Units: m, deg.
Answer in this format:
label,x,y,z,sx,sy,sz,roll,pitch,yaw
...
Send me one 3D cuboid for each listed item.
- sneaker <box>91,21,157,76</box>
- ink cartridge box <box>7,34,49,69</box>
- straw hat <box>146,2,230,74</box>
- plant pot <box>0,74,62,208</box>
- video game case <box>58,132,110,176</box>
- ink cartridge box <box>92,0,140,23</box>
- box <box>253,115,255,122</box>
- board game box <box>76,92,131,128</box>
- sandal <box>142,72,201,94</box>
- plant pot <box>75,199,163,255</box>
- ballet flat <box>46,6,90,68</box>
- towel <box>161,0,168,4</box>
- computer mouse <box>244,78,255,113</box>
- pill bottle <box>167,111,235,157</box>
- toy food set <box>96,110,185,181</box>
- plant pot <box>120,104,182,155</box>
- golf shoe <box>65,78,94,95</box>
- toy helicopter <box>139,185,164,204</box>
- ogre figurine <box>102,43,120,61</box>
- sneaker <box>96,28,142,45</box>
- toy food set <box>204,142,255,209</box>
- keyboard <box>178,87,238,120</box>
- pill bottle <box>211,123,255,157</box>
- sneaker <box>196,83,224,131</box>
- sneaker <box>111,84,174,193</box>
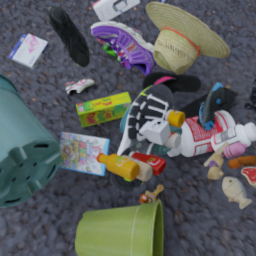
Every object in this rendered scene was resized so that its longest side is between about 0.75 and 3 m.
label,x,y,z,sx,sy,sz,roll,pitch,yaw
sneaker,-0.072,-2.432,8.720,2.450,0.988,1.022,25,81,-26
ink cartridge box,-2.693,-2.086,7.492,0.842,0.182,0.827,24,76,7
straw hat,1.452,-2.362,8.496,2.980,2.980,1.261,31,95,16
plant pot,-3.178,0.339,6.824,2.595,2.649,2.649,37,67,26
video game case,-1.320,0.751,8.132,1.470,0.131,1.052,8,88,9
ink cartridge box,-0.414,-4.018,9.086,1.349,0.577,0.995,-30,30,2
box,3.868,0.017,6.375,1.543,1.216,0.394,37,74,-4
board game box,-0.876,-0.652,10.383,1.924,0.977,0.458,-15,63,-8
sandal,1.269,-1.350,8.816,1.971,0.740,0.444,7,45,33
plant pot,-0.222,3.116,7.787,2.170,2.285,2.285,-1,60,13
ballet flat,-1.896,-2.957,9.165,0.723,2.175,0.618,-39,35,-15
towel,1.175,-4.053,8.085,0.149,1.253,0.907,10,97,-4
computer mouse,3.707,-0.972,7.953,0.282,0.741,1.071,10,103,-9
pill bottle,2.414,0.257,9.695,2.292,1.287,1.287,-13,62,-8
toy food set,0.337,0.361,5.812,0.893,0.947,1.984,17,51,36
plant pot,0.743,0.010,7.924,1.421,1.421,1.335,-39,62,-20
golf shoe,-1.921,-1.646,11.302,1.182,0.429,0.544,-15,75,-1
toy helicopter,0.851,2.248,9.120,0.628,0.374,0.949,39,63,19
ogre figurine,-0.343,-3.397,11.992,0.729,0.891,1.486,2,34,-50
sneaker,-0.455,-4.111,12.478,2.209,0.891,0.825,15,44,2
toy food set,2.344,0.856,6.272,0.290,1.843,1.172,41,94,-21
keyboard,3.142,-0.744,10.842,2.447,0.485,1.273,-30,40,-14
pill bottle,2.816,0.291,7.374,0.615,1.110,0.615,27,48,-35
sneaker,2.489,-0.703,8.737,0.547,1.493,0.612,7,18,-25
sneaker,0.279,0.173,6.922,0.994,1.089,2.690,24,99,-5
